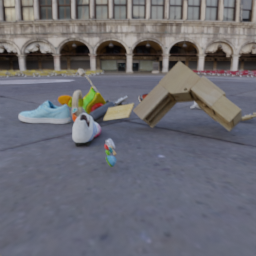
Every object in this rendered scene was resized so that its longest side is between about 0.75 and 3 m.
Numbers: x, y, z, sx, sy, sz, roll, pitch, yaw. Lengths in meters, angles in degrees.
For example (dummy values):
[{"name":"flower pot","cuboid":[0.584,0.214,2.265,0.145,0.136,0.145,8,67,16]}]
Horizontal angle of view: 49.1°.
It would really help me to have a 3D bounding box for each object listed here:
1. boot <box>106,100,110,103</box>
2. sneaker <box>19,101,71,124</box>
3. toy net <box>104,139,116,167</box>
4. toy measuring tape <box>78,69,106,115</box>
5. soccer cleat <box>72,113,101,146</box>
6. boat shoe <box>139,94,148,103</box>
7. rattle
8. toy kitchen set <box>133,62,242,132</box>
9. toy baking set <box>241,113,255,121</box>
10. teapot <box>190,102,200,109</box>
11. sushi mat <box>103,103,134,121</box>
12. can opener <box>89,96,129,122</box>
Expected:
[{"name":"boot","cuboid":[-1.308,-1.346,14.668,0.648,0.363,0.936,37,26,-14]},{"name":"sneaker","cuboid":[-3.557,-0.709,11.926,2.280,0.934,0.843,1,12,5]},{"name":"toy net","cuboid":[-0.487,0.533,6.879,0.183,0.496,0.945,-33,29,11]},{"name":"toy measuring tape","cuboid":[-1.742,-1.342,12.324,1.094,1.094,2.974,6,-25,22]},{"name":"soccer cleat","cuboid":[-1.335,-0.087,9.318,0.760,0.939,2.174,0,13,1]},{"name":"boat shoe","cuboid":[1.495,-1.611,15.434,1.990,0.708,0.623,2,-23,-33]},{"name":"rattle","cuboid":[-2.427,-0.838,11.270,1.185,1.080,1.659,15,43,-6]},{"name":"toy kitchen set","cuboid":[2.309,-0.365,10.446,2.798,2.524,2.283,47,6,27]},{"name":"toy baking set","cuboid":[5.263,-0.490,12.114,1.136,0.172,1.480,-15,-2,-40]},{"name":"teapot","cuboid":[3.957,-1.373,15.233,0.983,0.970,0.718,20,-26,-9]},{"name":"sushi mat","cuboid":[-0.368,-0.588,10.657,1.363,0.082,0.652,-6,48,41]},{"name":"can opener","cuboid":[-0.734,-0.719,12.241,2.327,0.778,0.621,-35,-3,-40]}]
